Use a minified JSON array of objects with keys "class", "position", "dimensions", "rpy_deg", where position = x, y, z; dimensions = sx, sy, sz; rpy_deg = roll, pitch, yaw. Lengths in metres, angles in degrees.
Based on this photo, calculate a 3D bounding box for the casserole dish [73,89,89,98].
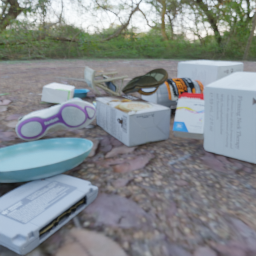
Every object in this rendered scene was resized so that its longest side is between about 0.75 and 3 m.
[{"class":"casserole dish","position":[-3.289,-2.003,16.539],"dimensions":[2.016,0.391,1.221],"rpy_deg":[-3,18,-6]}]

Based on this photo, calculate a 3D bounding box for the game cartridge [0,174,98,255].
[{"class":"game cartridge","position":[-1.737,1.516,5.452],"dimensions":[1.388,0.421,2.082],"rpy_deg":[13,21,27]}]

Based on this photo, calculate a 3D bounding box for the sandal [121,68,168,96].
[{"class":"sandal","position":[0.656,-1.538,10.471],"dimensions":[1.085,0.725,2.655],"rpy_deg":[-48,20,-26]}]

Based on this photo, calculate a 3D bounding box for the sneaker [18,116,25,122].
[{"class":"sneaker","position":[-3.821,-0.269,10.975],"dimensions":[1.061,0.356,0.477],"rpy_deg":[6,13,20]}]

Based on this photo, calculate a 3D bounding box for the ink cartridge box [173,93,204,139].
[{"class":"ink cartridge box","position":[2.061,-0.512,9.057],"dimensions":[0.947,1.630,0.548],"rpy_deg":[6,-21,19]}]

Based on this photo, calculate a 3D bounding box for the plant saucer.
[{"class":"plant saucer","position":[-2.355,0.779,7.120],"dimensions":[2.954,0.405,2.954],"rpy_deg":[-5,10,1]}]

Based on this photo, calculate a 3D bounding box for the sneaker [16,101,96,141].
[{"class":"sneaker","position":[-2.443,-0.406,9.564],"dimensions":[2.667,0.998,1.328],"rpy_deg":[-14,18,-14]}]

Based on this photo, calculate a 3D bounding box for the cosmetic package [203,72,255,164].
[{"class":"cosmetic package","position":[3.784,-0.347,8.037],"dimensions":[2.492,2.086,2.073],"rpy_deg":[14,29,44]}]

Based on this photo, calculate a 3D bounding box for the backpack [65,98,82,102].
[{"class":"backpack","position":[-2.329,-0.794,11.712],"dimensions":[1.034,0.655,0.863],"rpy_deg":[-28,63,-31]}]

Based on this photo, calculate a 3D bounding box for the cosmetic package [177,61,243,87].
[{"class":"cosmetic package","position":[4.207,-2.351,14.698],"dimensions":[2.136,2.138,2.591],"rpy_deg":[-13,22,-35]}]

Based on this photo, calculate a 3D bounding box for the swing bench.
[{"class":"swing bench","position":[-1.408,-2.649,16.233],"dimensions":[2.095,1.359,2.084],"rpy_deg":[6,16,-22]}]

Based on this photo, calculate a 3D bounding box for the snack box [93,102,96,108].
[{"class":"snack box","position":[-1.197,-1.085,13.328],"dimensions":[0.821,0.278,0.692],"rpy_deg":[-14,27,-14]}]

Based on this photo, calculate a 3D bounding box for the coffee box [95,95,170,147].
[{"class":"coffee box","position":[0.058,-0.380,10.166],"dimensions":[1.602,1.117,2.802],"rpy_deg":[-9,20,-26]}]

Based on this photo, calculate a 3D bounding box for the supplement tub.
[{"class":"supplement tub","position":[2.076,-1.471,12.812],"dimensions":[2.598,1.592,1.592],"rpy_deg":[-8,19,-21]}]

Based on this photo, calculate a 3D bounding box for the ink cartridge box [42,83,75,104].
[{"class":"ink cartridge box","position":[-3.667,-1.852,15.027],"dimensions":[1.323,0.760,2.259],"rpy_deg":[9,14,-4]}]
